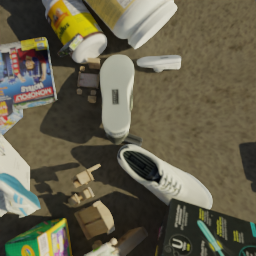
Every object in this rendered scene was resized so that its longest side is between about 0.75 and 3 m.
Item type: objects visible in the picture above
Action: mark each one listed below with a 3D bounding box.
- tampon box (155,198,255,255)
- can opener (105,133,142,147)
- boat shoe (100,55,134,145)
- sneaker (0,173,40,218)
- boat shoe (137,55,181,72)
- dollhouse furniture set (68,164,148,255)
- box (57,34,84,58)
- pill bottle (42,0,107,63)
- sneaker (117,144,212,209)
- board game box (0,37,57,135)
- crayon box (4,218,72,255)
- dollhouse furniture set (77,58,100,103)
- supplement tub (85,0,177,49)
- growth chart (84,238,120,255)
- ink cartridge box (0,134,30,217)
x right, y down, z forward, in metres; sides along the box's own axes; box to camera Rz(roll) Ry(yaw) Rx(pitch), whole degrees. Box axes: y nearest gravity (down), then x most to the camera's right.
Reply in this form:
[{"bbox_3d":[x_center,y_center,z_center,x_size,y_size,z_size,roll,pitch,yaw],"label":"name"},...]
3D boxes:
[{"bbox_3d":[1.893,3.118,6.888,2.310,1.731,1.459,16,125,7],"label":"tampon box"},{"bbox_3d":[-0.134,0.292,8.372,1.102,0.369,0.294,20,64,-7],"label":"can opener"},{"bbox_3d":[-0.350,-0.885,8.120,0.988,0.890,2.795,3,61,1],"label":"boat shoe"},{"bbox_3d":[-2.540,1.546,6.242,0.556,1.377,0.527,-32,39,-6],"label":"sneaker"},{"bbox_3d":[0.950,-1.922,8.560,1.349,0.496,0.441,-2,124,2],"label":"boat shoe"},{"bbox_3d":[-0.706,2.298,7.790,1.038,1.215,2.345,-23,80,-43],"label":"dollhouse furniture set"},{"bbox_3d":[-1.530,-2.156,7.395,0.151,0.872,0.480,44,67,-26],"label":"box"},{"bbox_3d":[-1.648,-3.119,8.372,1.181,1.181,2.163,-33,83,-5],"label":"pill bottle"},{"bbox_3d":[0.923,1.467,7.650,2.975,1.053,1.086,29,92,9],"label":"sneaker"},{"bbox_3d":[-3.394,-1.167,8.297,2.506,0.773,2.504,-10,83,-1],"label":"board game box"},{"bbox_3d":[-2.018,3.187,6.776,0.733,2.518,1.495,-10,81,0],"label":"crayon box"},{"bbox_3d":[-1.217,-1.439,8.455,0.639,0.546,1.233,5,82,0],"label":"dollhouse furniture set"},{"bbox_3d":[-0.108,-3.840,7.975,1.960,1.960,2.696,-43,95,-6],"label":"supplement tub"},{"bbox_3d":[-0.489,3.805,7.170,1.593,0.195,2.202,-28,118,8],"label":"growth chart"},{"bbox_3d":[-3.968,0.981,6.972,1.820,1.788,2.473,-36,114,-5],"label":"ink cartridge box"}]
